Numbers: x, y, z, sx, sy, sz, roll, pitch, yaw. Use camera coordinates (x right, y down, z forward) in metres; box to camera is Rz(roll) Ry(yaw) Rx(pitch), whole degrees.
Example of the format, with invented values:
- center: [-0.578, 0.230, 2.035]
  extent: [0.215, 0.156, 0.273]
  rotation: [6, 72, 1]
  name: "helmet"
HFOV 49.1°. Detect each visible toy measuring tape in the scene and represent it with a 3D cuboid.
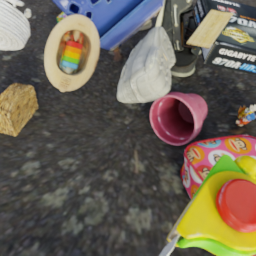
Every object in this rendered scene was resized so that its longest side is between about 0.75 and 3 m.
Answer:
- center: [0.897, 1.345, 3.034]
  extent: [0.995, 0.995, 2.706]
  rotation: [28, 58, 26]
  name: "toy measuring tape"

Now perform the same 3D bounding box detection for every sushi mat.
- center: [1.528, -1.851, 5.233]
  extent: [0.461, 0.058, 0.964]
  rotation: [27, 71, 30]
  name: "sushi mat"

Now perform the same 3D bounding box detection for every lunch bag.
- center: [2.724, 1.398, 6.162]
  extent: [2.507, 1.166, 2.846]
  rotation: [-10, 44, -10]
  name: "lunch bag"

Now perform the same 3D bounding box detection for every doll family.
- center: [3.833, -0.438, 8.433]
  extent: [1.384, 0.859, 0.624]
  rotation: [-6, 76, -7]
  name: "doll family"

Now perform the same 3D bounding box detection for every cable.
- center: [-2.835, -2.071, 5.515]
  extent: [1.727, 1.728, 0.598]
  rotation: [12, 81, -17]
  name: "cable"

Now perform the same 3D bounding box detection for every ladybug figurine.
- center: [-1.439, -1.843, 7.030]
  extent: [1.302, 1.919, 0.690]
  rotation: [16, 12, -27]
  name: "ladybug figurine"

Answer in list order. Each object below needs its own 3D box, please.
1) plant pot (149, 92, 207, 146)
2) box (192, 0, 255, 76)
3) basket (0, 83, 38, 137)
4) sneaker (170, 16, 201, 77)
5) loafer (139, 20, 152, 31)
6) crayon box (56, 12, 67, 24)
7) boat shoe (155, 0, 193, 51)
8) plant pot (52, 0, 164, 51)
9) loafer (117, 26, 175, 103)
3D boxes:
- center: [1.564, -0.382, 8.028]
  extent: [1.463, 1.463, 1.309]
  rotation: [30, 35, 28]
  name: "plant pot"
- center: [3.356, -2.419, 7.586]
  extent: [2.995, 0.689, 2.381]
  rotation: [10, 51, -10]
  name: "box"
- center: [-3.646, -0.679, 8.429]
  extent: [1.165, 1.116, 1.563]
  rotation: [11, 44, 10]
  name: "basket"
- center: [2.263, -3.244, 10.844]
  extent: [1.094, 1.554, 2.925]
  rotation: [15, 45, 16]
  name: "sneaker"
- center: [0.138, -4.954, 13.237]
  extent: [2.299, 0.785, 0.870]
  rotation: [-29, 50, -28]
  name: "loafer"
- center: [-3.145, -5.647, 14.329]
  extent: [0.628, 0.308, 1.057]
  rotation: [9, 44, 10]
  name: "crayon box"
- center: [1.543, -3.813, 8.385]
  extent: [0.994, 2.939, 1.055]
  rotation: [20, 28, 22]
  name: "boat shoe"
- center: [-0.476, -3.649, 7.971]
  extent: [2.553, 2.296, 2.553]
  rotation: [-39, 12, 10]
  name: "plant pot"
- center: [0.415, -1.466, 6.200]
  extent: [1.036, 1.038, 2.968]
  rotation: [-19, 25, 24]
  name: "loafer"
